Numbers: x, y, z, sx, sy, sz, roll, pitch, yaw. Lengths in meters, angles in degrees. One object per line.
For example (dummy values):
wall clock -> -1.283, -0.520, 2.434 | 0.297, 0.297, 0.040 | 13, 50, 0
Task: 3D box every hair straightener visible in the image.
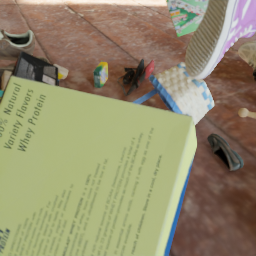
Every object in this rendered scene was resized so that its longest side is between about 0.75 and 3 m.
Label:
hair straightener -> 0.211, -1.899, 10.294 | 0.925, 0.492, 2.403 | 13, 43, 17

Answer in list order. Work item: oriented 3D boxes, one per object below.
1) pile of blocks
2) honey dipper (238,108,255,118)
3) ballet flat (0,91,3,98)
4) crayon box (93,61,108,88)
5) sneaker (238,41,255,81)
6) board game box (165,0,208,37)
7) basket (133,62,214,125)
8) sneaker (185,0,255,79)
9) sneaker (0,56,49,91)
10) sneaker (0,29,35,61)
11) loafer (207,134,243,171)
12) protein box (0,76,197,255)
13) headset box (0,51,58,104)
pile of blocks -> -3.186, -1.501, 9.618 | 2.432, 0.998, 0.756 | -21, -2, -38
honey dipper -> 4.419, -0.155, 7.952 | 2.491, 0.473, 0.473 | 20, 41, 29
ballet flat -> -3.328, -0.747, 8.483 | 2.071, 0.694, 0.692 | 4, 25, 1
crayon box -> -0.955, -1.960, 10.125 | 0.259, 0.632, 1.006 | 8, 38, 10
sneaker -> 4.968, -2.525, 10.591 | 1.465, 0.961, 2.546 | -20, 44, -27
board game box -> 2.113, -3.477, 7.405 | 2.140, 1.440, 0.312 | -13, 32, 24
basket -> 1.125, -0.623, 7.829 | 2.181, 1.517, 1.923 | -30, 41, 7
sneaker -> 1.824, -1.651, 5.005 | 1.129, 1.980, 0.718 | 22, 2, -34
sneaker -> -4.070, -1.825, 9.975 | 2.595, 0.914, 0.980 | -32, 26, -36
sneaker -> -3.399, -2.105, 6.932 | 2.235, 0.844, 0.787 | -22, 70, -43
loafer -> 2.334, 0.580, 6.990 | 0.378, 0.432, 1.203 | -21, 44, -16
protein box -> -0.620, 0.987, 4.256 | 2.684, 1.811, 2.665 | 14, 81, 18
headset box -> -2.573, -0.156, 6.460 | 0.964, 2.570, 1.910 | 22, 29, -27
